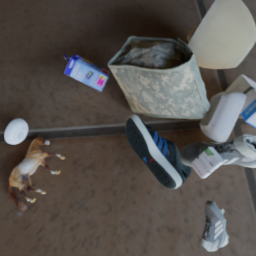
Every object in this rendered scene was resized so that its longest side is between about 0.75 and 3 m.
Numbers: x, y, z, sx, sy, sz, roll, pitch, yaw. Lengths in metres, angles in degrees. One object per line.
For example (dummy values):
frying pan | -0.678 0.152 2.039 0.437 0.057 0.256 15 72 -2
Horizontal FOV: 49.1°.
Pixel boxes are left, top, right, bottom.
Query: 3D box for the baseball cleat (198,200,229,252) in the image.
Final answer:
baseball cleat | 2.042 2.499 6.872 0.801 1.506 0.525 -30 24 -16

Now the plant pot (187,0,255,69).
plant pot | 3.445 -3.213 10.080 1.866 2.780 2.780 34 68 4

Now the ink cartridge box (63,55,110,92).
ink cartridge box | -1.555 -2.041 10.014 1.689 1.152 0.645 24 108 -9

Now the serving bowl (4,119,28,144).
serving bowl | -3.737 0.164 9.527 0.307 0.933 0.933 23 66 18

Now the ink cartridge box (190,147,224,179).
ink cartridge box | 2.415 1.070 8.588 0.346 0.820 0.599 0 49 -50

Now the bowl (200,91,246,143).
bowl | 2.955 -0.447 9.144 0.636 1.705 1.702 24 93 -1

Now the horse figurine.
horse figurine | -3.154 1.445 9.187 1.619 0.610 2.442 24 71 23

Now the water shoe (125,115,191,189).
water shoe | 0.906 0.660 8.869 1.045 0.947 2.648 -27 78 -36

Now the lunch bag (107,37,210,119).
lunch bag | 1.180 -1.547 9.049 2.897 2.376 1.703 17 61 37

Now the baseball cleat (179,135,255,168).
baseball cleat | 3.073 0.668 8.982 2.818 1.500 0.983 -2 59 5

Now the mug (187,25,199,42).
mug | 2.582 -3.160 10.111 0.950 1.157 0.926 36 72 -13

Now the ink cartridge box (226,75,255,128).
ink cartridge box | 4.369 -0.743 9.396 1.488 0.859 2.038 25 32 -20
